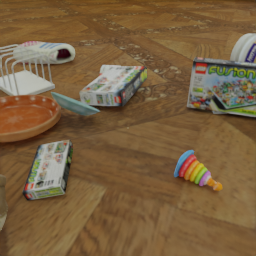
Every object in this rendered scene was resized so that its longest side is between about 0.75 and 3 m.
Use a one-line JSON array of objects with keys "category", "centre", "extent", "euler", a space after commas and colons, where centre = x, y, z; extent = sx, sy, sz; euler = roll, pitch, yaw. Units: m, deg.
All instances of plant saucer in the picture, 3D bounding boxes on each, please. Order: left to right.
[{"category": "plant saucer", "centre": [-3.346, -0.303, 8.293], "extent": [2.660, 0.429, 2.660], "euler": [0, 28, 0]}, {"category": "plant saucer", "centre": [-1.543, -0.634, 8.005], "extent": [1.464, 0.282, 1.464], "euler": [23, 3, -1]}]

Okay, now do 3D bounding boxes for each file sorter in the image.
[{"category": "file sorter", "centre": [-4.080, -2.192, 10.525], "extent": [2.183, 1.359, 1.515], "euler": [27, 41, 37]}]

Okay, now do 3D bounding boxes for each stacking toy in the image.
[{"category": "stacking toy", "centre": [1.608, 1.048, 6.222], "extent": [1.066, 0.585, 0.619], "euler": [34, 50, 26]}]

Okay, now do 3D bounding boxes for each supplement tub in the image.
[{"category": "supplement tub", "centre": [5.370, -2.456, 10.452], "extent": [1.858, 1.858, 2.556], "euler": [-20, 37, -28]}]

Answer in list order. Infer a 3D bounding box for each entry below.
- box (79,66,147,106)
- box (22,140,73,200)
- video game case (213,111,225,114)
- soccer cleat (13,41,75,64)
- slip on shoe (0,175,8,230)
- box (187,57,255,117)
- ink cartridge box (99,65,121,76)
[{"category": "box", "centre": [-0.417, -1.575, 10.059], "extent": [1.517, 0.478, 2.756], "euler": [4, 30, 21]}, {"category": "box", "centre": [-1.763, 0.896, 6.352], "extent": [0.840, 0.265, 1.527], "euler": [-11, 36, 5]}, {"category": "video game case", "centre": [3.182, -0.657, 9.290], "extent": [0.857, 0.077, 0.614], "euler": [-2, 32, -3]}, {"category": "soccer cleat", "centre": [-3.812, -3.404, 12.801], "extent": [2.784, 0.973, 1.202], "euler": [-8, 33, -13]}, {"category": "slip on shoe", "centre": [-2.993, 0.978, 5.121], "extent": [1.128, 0.899, 2.966], "euler": [14, -2, -39]}, {"category": "box", "centre": [3.355, -1.219, 8.612], "extent": [2.845, 1.566, 0.494], "euler": [10, 28, 17]}, {"category": "ink cartridge box", "centre": [-0.772, -2.343, 11.766], "extent": [0.830, 0.291, 1.021], "euler": [5, 32, 8]}]
